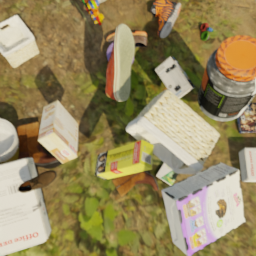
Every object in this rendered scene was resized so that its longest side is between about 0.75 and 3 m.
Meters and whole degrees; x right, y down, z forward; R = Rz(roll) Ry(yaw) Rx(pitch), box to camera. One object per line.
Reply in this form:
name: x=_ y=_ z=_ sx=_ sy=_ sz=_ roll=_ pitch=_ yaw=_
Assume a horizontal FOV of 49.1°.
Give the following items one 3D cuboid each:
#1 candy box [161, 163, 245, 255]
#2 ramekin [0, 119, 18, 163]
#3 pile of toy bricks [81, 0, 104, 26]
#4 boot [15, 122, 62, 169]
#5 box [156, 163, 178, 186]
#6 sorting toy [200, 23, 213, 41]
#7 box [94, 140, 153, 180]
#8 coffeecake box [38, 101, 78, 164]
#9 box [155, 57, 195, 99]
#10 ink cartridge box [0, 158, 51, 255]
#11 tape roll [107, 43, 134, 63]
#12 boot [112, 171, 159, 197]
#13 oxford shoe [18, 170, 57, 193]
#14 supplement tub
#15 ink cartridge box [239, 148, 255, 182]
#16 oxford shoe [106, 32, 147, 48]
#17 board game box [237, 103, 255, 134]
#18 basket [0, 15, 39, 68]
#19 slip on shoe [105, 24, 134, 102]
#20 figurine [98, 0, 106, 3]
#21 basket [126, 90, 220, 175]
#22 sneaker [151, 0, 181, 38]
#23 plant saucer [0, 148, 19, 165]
candy box: x=1.825 y=1.874 z=6.630 sx=1.797 sy=0.643 sz=1.508 roll=-20 pitch=108 yaw=-20
ramekin: x=-4.817 y=0.526 z=10.254 sx=1.585 sy=0.832 sz=1.585 roll=2 pitch=64 yaw=-4
pile of toy bricks: x=-1.224 y=-4.880 z=10.197 sx=1.013 sy=2.051 sz=1.138 roll=-30 pitch=62 yaw=2
boot: x=-3.448 y=0.696 z=10.944 sx=1.791 sy=0.651 sz=1.903 roll=-13 pitch=68 yaw=-3
box: x=1.620 y=1.645 z=10.813 sx=0.700 sy=0.176 sz=0.970 roll=31 pitch=75 yaw=10
sorting toy: x=3.608 y=-4.367 z=12.766 sx=0.367 sy=0.537 sz=0.894 roll=7 pitch=76 yaw=-34
box: x=-0.160 y=0.976 z=8.183 sx=0.505 sy=2.014 sz=0.758 roll=28 pitch=58 yaw=-35
coffeecake box: x=-1.968 y=0.105 z=8.084 sx=0.531 sy=1.115 sz=1.452 roll=-25 pitch=40 yaw=12
box: x=1.714 y=-1.831 z=10.355 sx=0.814 sy=0.420 sz=1.396 roll=-36 pitch=81 yaw=30
ink cartridge box: x=-4.025 y=2.638 z=9.550 sx=2.067 sy=1.168 sz=2.821 roll=-15 pitch=88 yaw=-9
tape roll: x=-0.330 y=-3.125 z=12.128 sx=1.162 sy=0.494 sz=1.162 roll=0 pitch=85 yaw=0
boot: x=0.284 y=2.120 z=10.495 sx=1.413 sy=0.484 sz=1.330 roll=-34 pitch=75 yaw=-10
oxford shoe: x=-2.741 y=1.665 z=8.471 sx=1.220 sy=0.515 sz=0.443 roll=-28 pitch=87 yaw=-6
supplement tub: x=3.303 y=-1.499 z=9.054 sx=1.766 sy=2.882 sz=1.766 roll=-2 pitch=70 yaw=5
ink cartridge box: x=5.161 y=1.418 z=10.605 sx=1.673 sy=0.706 sz=1.222 roll=1 pitch=71 yaw=0
oxford shoe: x=-0.040 y=-3.855 z=12.456 sx=1.830 sy=0.652 sz=0.667 roll=-5 pitch=76 yaw=-2
board game box: x=4.910 y=-0.407 z=11.487 sx=0.851 sy=0.217 sz=1.257 roll=-2 pitch=71 yaw=0
basket: x=-4.864 y=-3.675 z=12.080 sx=1.487 sy=1.206 sz=1.500 roll=-35 pitch=74 yaw=-11
slip on shoe: x=-0.334 y=-2.096 z=9.050 sx=0.757 sy=0.916 sz=2.473 roll=7 pitch=95 yaw=37
figurine: x=-1.559 y=-7.292 z=13.576 sx=2.130 sy=0.940 sz=2.183 roll=33 pitch=75 yaw=19
basket: x=1.200 y=0.140 z=7.611 sx=2.082 sy=1.412 sz=1.285 roll=41 pitch=75 yaw=-6
sneaker: x=1.509 y=-5.031 z=12.839 sx=1.206 sy=0.835 sz=2.152 roll=22 pitch=62 yaw=11
plant saucer: x=-5.623 y=1.505 z=10.635 sx=2.542 sy=0.616 sz=2.542 roll=21 pitch=72 yaw=6
